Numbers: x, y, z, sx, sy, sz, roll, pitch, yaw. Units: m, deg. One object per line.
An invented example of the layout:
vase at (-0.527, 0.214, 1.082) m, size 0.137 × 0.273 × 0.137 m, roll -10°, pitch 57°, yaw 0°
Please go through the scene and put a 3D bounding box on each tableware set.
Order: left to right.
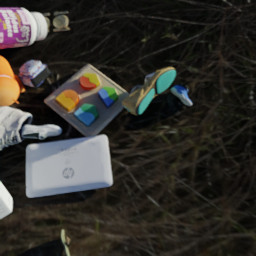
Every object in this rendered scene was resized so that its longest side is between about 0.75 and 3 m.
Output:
tableware set at (-3.339, -4.570, 12.316) m, size 1.494 × 0.299 × 0.988 m, roll -4°, pitch 73°, yaw 5°

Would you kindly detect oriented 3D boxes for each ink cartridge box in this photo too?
ink cartridge box at (-4.765, 1.614, 7.598) m, size 1.944 × 1.104 × 2.667 m, roll -32°, pitch 109°, yaw -16°

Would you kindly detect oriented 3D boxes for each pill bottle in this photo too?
pill bottle at (-4.506, -3.834, 10.755) m, size 1.449 × 1.449 × 2.581 m, roll 43°, pitch 41°, yaw 20°

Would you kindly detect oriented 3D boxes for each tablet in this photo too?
tablet at (-1.938, 1.208, 9.070) m, size 2.701 × 0.184 × 1.758 m, roll -8°, pitch 67°, yaw -2°

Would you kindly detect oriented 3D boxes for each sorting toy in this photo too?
sorting toy at (-1.454, -1.105, 10.298) m, size 2.539 × 0.463 × 2.350 m, roll 36°, pitch 67°, yaw 18°

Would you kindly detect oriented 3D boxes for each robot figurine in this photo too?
robot figurine at (-4.780, -1.677, 10.060) m, size 1.352 × 1.668 × 2.319 m, roll -32°, pitch 63°, yaw -3°

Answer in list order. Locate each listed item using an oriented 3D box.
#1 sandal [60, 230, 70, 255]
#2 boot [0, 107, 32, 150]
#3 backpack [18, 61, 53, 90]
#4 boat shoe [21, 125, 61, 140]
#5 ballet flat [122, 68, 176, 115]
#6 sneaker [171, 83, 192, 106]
sandal at (-1.740, 3.300, 7.968) m, size 0.234 × 0.325 × 0.819 m, roll -21°, pitch 69°, yaw -8°
boot at (-4.122, 0.315, 9.170) m, size 1.171 × 0.901 × 2.450 m, roll 12°, pitch 55°, yaw 9°
backpack at (-3.600, -2.024, 10.524) m, size 1.033 × 0.835 × 1.084 m, roll 6°, pitch 44°, yaw 37°
boat shoe at (-2.949, 0.207, 9.517) m, size 1.308 × 0.481 × 0.437 m, roll 0°, pitch 49°, yaw -4°
ballet flat at (0.755, -1.506, 10.207) m, size 0.831 × 0.905 × 2.636 m, roll 27°, pitch 54°, yaw 27°
sneaker at (2.129, -1.283, 10.440) m, size 0.557 × 0.384 × 1.001 m, roll -39°, pitch 61°, yaw -10°
